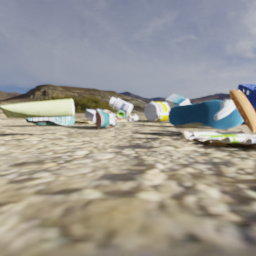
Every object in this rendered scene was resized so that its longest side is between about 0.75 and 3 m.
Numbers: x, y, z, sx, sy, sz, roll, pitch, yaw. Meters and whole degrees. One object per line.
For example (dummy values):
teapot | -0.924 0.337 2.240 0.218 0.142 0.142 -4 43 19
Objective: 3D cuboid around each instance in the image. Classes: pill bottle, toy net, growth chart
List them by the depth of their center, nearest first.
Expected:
growth chart | 2.495 0.216 5.860 1.934 0.237 2.673 -1 1 -22
toy net | -0.071 -0.456 13.101 1.212 0.636 0.234 18 33 -27
pill bottle | -0.438 -1.241 15.859 1.233 0.685 0.685 26 9 10
pill bottle | 2.082 -1.004 17.395 2.126 1.161 1.161 -3 5 -45

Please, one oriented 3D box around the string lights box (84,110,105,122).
string lights box | -1.414 -0.614 14.263 1.419 0.418 0.729 -1 22 -45

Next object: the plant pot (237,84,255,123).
plant pot | 6.472 -1.077 13.436 1.964 1.964 1.766 0 11 -4

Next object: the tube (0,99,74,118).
tube | -2.248 -0.457 7.024 1.730 0.502 0.449 -5 27 -7

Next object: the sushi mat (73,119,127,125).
sushi mat | -1.480 -0.343 14.897 1.390 0.176 2.905 4 6 40

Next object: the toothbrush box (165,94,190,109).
toothbrush box | 2.721 -1.126 14.789 0.599 1.028 1.405 -35 27 -10

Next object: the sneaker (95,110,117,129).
sneaker | -0.815 -0.356 10.725 0.838 0.748 2.097 -5 3 -9

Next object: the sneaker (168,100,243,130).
sneaker | 3.064 -0.529 10.907 2.870 1.098 1.159 5 7 36

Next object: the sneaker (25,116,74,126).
sneaker | -3.392 -0.430 11.965 2.116 0.821 0.965 10 -21 -24

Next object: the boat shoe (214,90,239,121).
boat shoe | 2.876 -0.654 8.139 1.171 0.383 0.431 -38 1 -14

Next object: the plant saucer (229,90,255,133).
plant saucer | 2.895 -0.445 6.934 0.226 1.205 1.205 -29 -4 15
